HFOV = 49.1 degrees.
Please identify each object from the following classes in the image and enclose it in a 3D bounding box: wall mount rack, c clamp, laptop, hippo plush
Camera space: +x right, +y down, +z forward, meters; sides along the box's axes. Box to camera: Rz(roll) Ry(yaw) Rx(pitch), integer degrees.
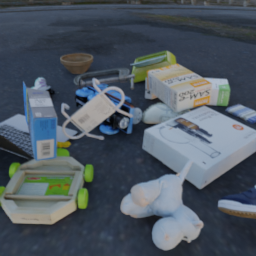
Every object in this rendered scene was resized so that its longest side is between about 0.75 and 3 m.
[{"bbox_3d":[-0.812,-0.357,7.862,2.020,1.755,0.753,-36,31,14],"label":"wall mount rack"},{"bbox_3d":[-0.915,-1.838,10.359,2.497,0.338,2.133,-5,30,11],"label":"c clamp"},{"bbox_3d":[-3.510,-0.190,8.254,2.768,1.713,2.956,15,33,24],"label":"laptop"},{"bbox_3d":[0.796,1.740,5.670,1.643,1.308,1.321,-18,61,-25],"label":"hippo plush"}]

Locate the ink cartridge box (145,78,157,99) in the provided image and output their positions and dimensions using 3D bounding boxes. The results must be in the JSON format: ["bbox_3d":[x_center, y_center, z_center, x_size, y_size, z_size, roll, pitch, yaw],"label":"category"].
[{"bbox_3d":[1.027,-1.676,11.646,0.359,0.867,0.636,17,26,36],"label":"ink cartridge box"}]

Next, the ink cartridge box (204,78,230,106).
[{"bbox_3d":[2.977,-1.550,11.626,2.184,0.735,1.279,5,30,10],"label":"ink cartridge box"}]

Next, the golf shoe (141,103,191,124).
[{"bbox_3d":[1.415,-0.409,9.712,1.858,0.727,0.903,-12,37,-18],"label":"golf shoe"}]

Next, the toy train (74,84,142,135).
[{"bbox_3d":[-0.710,-0.721,9.786,1.579,1.198,2.763,-17,33,-39],"label":"toy train"}]

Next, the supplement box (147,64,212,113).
[{"bbox_3d":[1.752,-1.492,10.008,1.382,0.806,2.193,-17,35,-18],"label":"supplement box"}]

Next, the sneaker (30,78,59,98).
[{"bbox_3d":[-3.481,-1.627,11.997,1.114,0.619,1.592,4,39,3],"label":"sneaker"}]

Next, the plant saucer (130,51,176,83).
[{"bbox_3d":[1.205,-3.158,13.962,2.305,0.552,2.302,-12,30,13],"label":"plant saucer"}]

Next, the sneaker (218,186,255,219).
[{"bbox_3d":[3.077,1.176,5.689,2.416,0.847,1.311,-3,70,19],"label":"sneaker"}]

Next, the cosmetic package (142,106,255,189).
[{"bbox_3d":[2.143,0.380,8.064,2.796,0.722,2.108,-21,42,-36],"label":"cosmetic package"}]

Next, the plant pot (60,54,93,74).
[{"bbox_3d":[-2.682,-3.336,14.759,1.692,0.781,1.692,0,29,0],"label":"plant pot"}]

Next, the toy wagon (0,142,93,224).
[{"bbox_3d":[-1.922,1.230,6.951,2.057,0.525,2.651,1,29,2],"label":"toy wagon"}]

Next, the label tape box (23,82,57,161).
[{"bbox_3d":[-2.308,-0.245,7.312,0.574,1.308,1.815,-6,39,-24],"label":"label tape box"}]

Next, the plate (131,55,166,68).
[{"bbox_3d":[0.934,-2.981,12.696,1.684,0.215,1.684,-15,14,4],"label":"plate"}]

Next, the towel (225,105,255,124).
[{"bbox_3d":[4.373,-0.529,10.450,0.884,0.143,1.203,-18,36,-32],"label":"towel"}]
